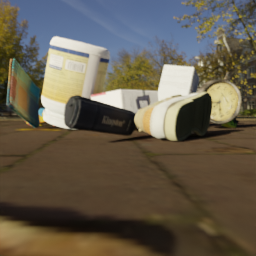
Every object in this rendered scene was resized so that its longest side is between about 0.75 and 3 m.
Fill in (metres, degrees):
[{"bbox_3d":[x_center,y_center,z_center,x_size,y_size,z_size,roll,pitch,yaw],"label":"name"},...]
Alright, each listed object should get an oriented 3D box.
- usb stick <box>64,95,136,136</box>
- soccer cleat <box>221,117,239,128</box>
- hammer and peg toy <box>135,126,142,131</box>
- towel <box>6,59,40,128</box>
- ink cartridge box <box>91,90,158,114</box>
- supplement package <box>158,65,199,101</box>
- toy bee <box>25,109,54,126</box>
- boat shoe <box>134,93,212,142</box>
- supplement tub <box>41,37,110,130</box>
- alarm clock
[{"bbox_3d":[-0.419,-0.171,5.130,0.320,0.544,1.961,10,0,31],"label":"usb stick"},{"bbox_3d":[3.664,-0.160,10.249,0.575,0.445,1.375,-29,-8,30],"label":"soccer cleat"},{"bbox_3d":[0.364,-0.046,8.199,0.785,0.277,0.578,-7,4,-17],"label":"hammer and peg toy"},{"bbox_3d":[-3.350,-1.030,9.158,0.236,1.592,2.172,-5,-18,1],"label":"towel"},{"bbox_3d":[-0.052,-0.656,7.921,1.172,0.683,1.619,-4,1,42],"label":"ink cartridge box"},{"bbox_3d":[1.728,-1.109,9.979,1.116,1.909,1.120,12,-6,25],"label":"supplement package"},{"bbox_3d":[-3.278,-0.389,11.195,1.496,0.813,0.979,-34,-3,-19],"label":"toy bee"},{"bbox_3d":[1.145,-0.317,6.229,0.947,1.034,2.768,9,8,30],"label":"boat shoe"},{"bbox_3d":[-1.693,-1.378,8.820,1.843,2.552,1.843,13,13,-3],"label":"supplement tub"},{"bbox_3d":[2.808,-0.743,9.382,2.156,1.455,0.718,-38,11,-7],"label":"alarm clock"}]
